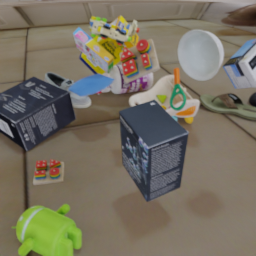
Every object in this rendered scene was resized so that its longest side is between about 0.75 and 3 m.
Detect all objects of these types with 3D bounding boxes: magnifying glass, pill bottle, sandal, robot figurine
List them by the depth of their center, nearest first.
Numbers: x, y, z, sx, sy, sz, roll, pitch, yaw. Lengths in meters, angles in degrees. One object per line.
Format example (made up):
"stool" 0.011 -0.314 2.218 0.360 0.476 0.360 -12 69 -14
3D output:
"robot figurine" -1.945 2.504 6.740 1.671 0.966 1.466 17 32 21
"magnifying glass" 1.485 -1.168 8.454 0.153 1.362 0.542 14 -22 -42
"sandal" 4.745 -1.141 12.717 2.952 0.842 1.172 17 36 25
"pill bottle" -0.160 -2.515 14.348 2.593 1.456 1.456 -11 34 -16

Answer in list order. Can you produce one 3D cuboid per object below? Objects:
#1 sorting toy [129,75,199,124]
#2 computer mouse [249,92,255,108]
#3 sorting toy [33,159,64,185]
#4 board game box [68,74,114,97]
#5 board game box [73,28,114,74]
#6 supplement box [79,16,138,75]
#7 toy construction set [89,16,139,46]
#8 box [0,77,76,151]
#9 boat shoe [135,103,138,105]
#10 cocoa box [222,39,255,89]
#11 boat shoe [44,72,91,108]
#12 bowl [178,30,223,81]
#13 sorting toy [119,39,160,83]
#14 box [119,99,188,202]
"sorting toy" 1.349 -1.032 12.053 2.452 1.455 2.723 -8 33 -7
"computer mouse" 6.799 -1.413 12.577 1.743 0.571 2.482 -48 44 -1
"sorting toy" -2.596 1.386 9.152 0.923 0.323 0.929 -5 32 -8
"board game box" -1.372 -1.492 10.607 1.463 0.361 1.852 -32 34 -22
"board game box" -1.343 -3.000 11.057 1.739 1.330 0.351 41 83 0
"supplement box" -0.855 -3.608 12.588 2.364 1.295 1.287 -30 32 29
"toy construction set" -0.563 -3.668 10.627 1.987 0.915 1.303 5 22 -1
"box" -3.862 -0.665 11.131 2.420 1.445 2.461 25 49 34
"boat shoe" 0.508 -0.789 12.680 0.360 0.384 1.066 -35 44 5
"cocoa box" 2.616 -1.366 5.892 0.962 0.641 0.631 -44 20 -16
"boat shoe" -2.993 -1.868 13.480 2.805 0.999 0.979 28 46 21
"bowl" 2.544 -2.506 9.386 0.762 1.695 1.695 -32 43 -32
"sorting toy" 0.247 -1.972 7.959 1.063 0.370 1.056 -20 63 20
"box" 0.557 0.556 6.755 1.017 1.899 1.410 -19 43 -19
